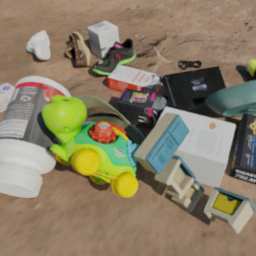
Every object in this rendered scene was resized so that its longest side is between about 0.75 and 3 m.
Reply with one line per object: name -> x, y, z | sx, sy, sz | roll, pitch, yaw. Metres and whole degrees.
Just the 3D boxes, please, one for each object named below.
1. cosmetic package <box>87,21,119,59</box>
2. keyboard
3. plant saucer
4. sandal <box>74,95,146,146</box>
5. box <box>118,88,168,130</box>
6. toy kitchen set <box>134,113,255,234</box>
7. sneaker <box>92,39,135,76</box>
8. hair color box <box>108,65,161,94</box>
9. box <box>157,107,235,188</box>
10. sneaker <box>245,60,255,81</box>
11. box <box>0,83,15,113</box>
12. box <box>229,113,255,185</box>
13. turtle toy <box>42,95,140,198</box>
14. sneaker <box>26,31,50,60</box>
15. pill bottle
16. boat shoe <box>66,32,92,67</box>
cosmetic package -> -1.012, -3.697, 11.810 | 0.951, 1.154, 0.952 | -30, 48, -21
keyboard -> 2.135, -1.485, 8.991 | 2.521, 0.323, 1.514 | -15, 86, -32
plant saucer -> 3.715, -0.790, 8.165 | 2.839, 2.839, 0.510 | -5, 81, -5
sandal -> -0.732, -0.155, 8.045 | 2.981, 0.851, 1.184 | 31, 89, 28
box -> 0.474, -0.580, 8.786 | 1.442, 0.881, 0.765 | 13, 47, 14
toy kitchen set -> 1.555, 0.913, 5.917 | 1.725, 2.154, 1.269 | 12, 59, 51
sneaker -> -0.595, -2.868, 11.113 | 0.920, 1.004, 2.397 | 25, 49, 24
hair color box -> 0.230, -1.664, 10.190 | 1.713, 0.548, 0.950 | 18, 46, 20
box -> 1.670, 0.481, 7.547 | 1.977, 1.051, 1.505 | 17, 46, 17
sneaker -> 5.233, -1.836, 10.041 | 0.983, 0.996, 2.607 | -13, 45, -12
box -> -4.910, -0.453, 8.863 | 0.579, 0.620, 2.991 | 30, 50, 26
box -> 4.126, 0.714, 7.689 | 2.240, 0.561, 2.257 | 16, 47, 17
turtle toy -> -0.799, 0.392, 6.289 | 1.362, 2.694, 1.964 | -60, 25, -13
sneaker -> -3.918, -3.419, 12.000 | 0.968, 0.823, 2.188 | -17, 38, 0
pill bottle -> -2.508, 0.231, 7.187 | 1.574, 1.574, 2.843 | 5, 61, 5
boat shoe -> -2.215, -3.278, 11.724 | 0.833, 0.835, 2.314 | -16, 52, -18
